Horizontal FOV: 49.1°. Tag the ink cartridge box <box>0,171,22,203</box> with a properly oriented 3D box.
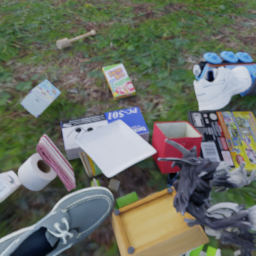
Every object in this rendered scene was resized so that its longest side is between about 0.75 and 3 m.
[{"bbox_3d":[-3.059,1.475,6.531,0.793,1.355,0.456,-43,91,-7],"label":"ink cartridge box"}]

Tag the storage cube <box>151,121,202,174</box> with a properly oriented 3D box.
[{"bbox_3d":[1.268,0.498,7.544,0.996,1.047,1.165,-3,24,-13],"label":"storage cube"}]

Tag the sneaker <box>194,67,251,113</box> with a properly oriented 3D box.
[{"bbox_3d":[2.723,-1.322,7.940,2.353,1.025,0.877,-35,18,-36],"label":"sneaker"}]

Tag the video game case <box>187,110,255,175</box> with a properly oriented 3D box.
[{"bbox_3d":[3.058,0.368,8.436,2.158,0.305,2.388,-1,46,0],"label":"video game case"}]

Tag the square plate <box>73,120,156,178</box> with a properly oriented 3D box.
[{"bbox_3d":[-0.359,0.522,7.444,1.604,0.230,1.620,-24,49,-32],"label":"square plate"}]

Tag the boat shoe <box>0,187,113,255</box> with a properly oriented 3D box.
[{"bbox_3d":[-1.504,2.272,5.850,2.911,1.060,0.899,-27,13,-15],"label":"boat shoe"}]

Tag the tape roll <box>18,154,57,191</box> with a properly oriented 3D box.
[{"bbox_3d":[-2.331,1.142,7.238,0.557,0.812,0.812,-40,44,22],"label":"tape roll"}]

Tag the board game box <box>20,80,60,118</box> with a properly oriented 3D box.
[{"bbox_3d":[-2.784,-0.957,8.997,0.659,0.648,1.257,43,20,-13],"label":"board game box"}]

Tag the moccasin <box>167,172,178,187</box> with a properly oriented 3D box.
[{"bbox_3d":[1.261,1.221,7.630,0.326,0.276,0.810,7,44,11],"label":"moccasin"}]

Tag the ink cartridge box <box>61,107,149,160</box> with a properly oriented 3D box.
[{"bbox_3d":[-0.715,0.133,8.488,2.459,0.544,1.156,-11,49,-11],"label":"ink cartridge box"}]

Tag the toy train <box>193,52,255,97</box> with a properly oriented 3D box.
[{"bbox_3d":[3.584,-1.846,9.738,2.676,1.160,1.529,-7,49,-23],"label":"toy train"}]

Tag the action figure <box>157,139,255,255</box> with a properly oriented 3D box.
[{"bbox_3d":[1.721,1.287,4.800,1.476,2.893,1.719,-24,22,26],"label":"action figure"}]

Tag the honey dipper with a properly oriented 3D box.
[{"bbox_3d":[-2.264,-3.988,12.546,2.029,0.385,0.385,-32,54,-33],"label":"honey dipper"}]

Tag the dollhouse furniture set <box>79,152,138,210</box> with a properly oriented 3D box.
[{"bbox_3d":[-0.487,1.132,7.068,1.007,0.778,2.015,-16,62,-20],"label":"dollhouse furniture set"}]

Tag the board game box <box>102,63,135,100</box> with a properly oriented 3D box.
[{"bbox_3d":[-0.371,-1.771,10.254,0.773,0.242,1.617,-16,57,-12],"label":"board game box"}]

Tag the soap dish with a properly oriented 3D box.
[{"bbox_3d":[0.575,2.113,5.976,1.774,0.720,1.395,-22,37,-5],"label":"soap dish"}]

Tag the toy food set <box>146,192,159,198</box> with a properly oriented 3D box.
[{"bbox_3d":[0.794,1.978,6.924,1.351,0.271,0.933,-9,47,-9],"label":"toy food set"}]

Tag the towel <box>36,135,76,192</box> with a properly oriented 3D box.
[{"bbox_3d":[-1.772,0.788,6.898,0.199,1.261,1.751,-36,13,-7],"label":"towel"}]

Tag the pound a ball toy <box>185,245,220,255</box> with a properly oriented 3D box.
[{"bbox_3d":[1.463,3.153,5.494,1.009,0.657,1.547,14,47,28],"label":"pound a ball toy"}]
